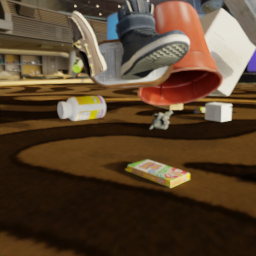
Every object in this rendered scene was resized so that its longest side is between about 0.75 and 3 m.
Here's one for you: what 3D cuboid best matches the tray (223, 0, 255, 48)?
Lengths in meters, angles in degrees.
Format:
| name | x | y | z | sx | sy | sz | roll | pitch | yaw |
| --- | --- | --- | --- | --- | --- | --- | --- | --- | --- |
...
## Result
| name | x | y | z | sx | sy | sz | roll | pitch | yaw |
| --- | --- | --- | --- | --- | --- | --- | --- | --- | --- |
| tray | 2.783 | -2.776 | 6.673 | 0.212 | 1.916 | 1.029 | -35 | 3 | -5 |

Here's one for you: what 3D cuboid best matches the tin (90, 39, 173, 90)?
| name | x | y | z | sx | sy | sz | roll | pitch | yaw |
| --- | --- | --- | --- | --- | --- | --- | --- | --- | --- |
| tin | 0.024 | -1.814 | 7.897 | 2.486 | 1.392 | 0.520 | -4 | 6 | 10 |

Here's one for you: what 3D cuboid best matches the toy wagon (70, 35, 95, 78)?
| name | x | y | z | sx | sy | sz | roll | pitch | yaw |
| --- | --- | --- | --- | --- | --- | --- | --- | --- | --- |
| toy wagon | -1.791 | -2.922 | 11.408 | 0.368 | 1.860 | 1.443 | 32 | 12 | -18 |

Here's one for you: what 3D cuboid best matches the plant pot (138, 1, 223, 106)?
| name | x | y | z | sx | sy | sz | roll | pitch | yaw |
| --- | --- | --- | --- | --- | --- | --- | --- | --- | --- |
| plant pot | 1.672 | -2.727 | 10.302 | 2.991 | 2.908 | 2.991 | -6 | -16 | -2 |

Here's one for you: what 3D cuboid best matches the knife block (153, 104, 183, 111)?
| name | x | y | z | sx | sy | sz | roll | pitch | yaw |
| --- | --- | --- | --- | --- | --- | --- | --- | --- | --- |
| knife block | 2.556 | -2.399 | 16.738 | 0.929 | 2.549 | 2.904 | -4 | 13 | -24 |

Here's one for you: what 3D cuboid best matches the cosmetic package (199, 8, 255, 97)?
| name | x | y | z | sx | sy | sz | roll | pitch | yaw |
| --- | --- | --- | --- | --- | --- | --- | --- | --- | --- |
| cosmetic package | 3.780 | -3.297 | 12.900 | 2.416 | 2.929 | 2.414 | 31 | -1 | -17 |

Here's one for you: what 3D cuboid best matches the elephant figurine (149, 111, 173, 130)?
| name | x | y | z | sx | sy | sz | roll | pitch | yaw |
| --- | --- | --- | --- | --- | --- | --- | --- | --- | --- |
| elephant figurine | 1.382 | -0.343 | 11.692 | 0.817 | 0.746 | 1.054 | 15 | 20 | 3 |

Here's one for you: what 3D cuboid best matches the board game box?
| name | x | y | z | sx | sy | sz | roll | pitch | yaw |
| --- | --- | --- | --- | --- | --- | --- | --- | --- | --- |
| board game box | 0.637 | 1.021 | 6.534 | 0.692 | 0.217 | 1.449 | -10 | 13 | -42 |

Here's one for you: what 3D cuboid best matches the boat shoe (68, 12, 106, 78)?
| name | x | y | z | sx | sy | sz | roll | pitch | yaw |
| --- | --- | --- | --- | --- | --- | --- | --- | --- | --- |
| boat shoe | -0.856 | -1.589 | 5.499 | 0.387 | 1.299 | 0.467 | -41 | 43 | -20 |

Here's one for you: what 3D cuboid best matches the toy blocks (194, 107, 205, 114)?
| name | x | y | z | sx | sy | sz | roll | pitch | yaw |
| --- | --- | --- | --- | --- | --- | --- | --- | --- | --- |
| toy blocks | 3.953 | -0.953 | 15.174 | 1.039 | 0.519 | 0.710 | -8 | 3 | -38 |

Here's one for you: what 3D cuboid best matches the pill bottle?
| name | x | y | z | sx | sy | sz | roll | pitch | yaw |
| --- | --- | --- | --- | --- | --- | --- | --- | --- | --- |
| pill bottle | -2.212 | -0.927 | 13.331 | 2.120 | 1.105 | 1.105 | -8 | 15 | -35 |

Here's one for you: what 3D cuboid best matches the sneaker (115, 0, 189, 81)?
| name | x | y | z | sx | sy | sz | roll | pitch | yaw |
| --- | --- | --- | --- | --- | --- | --- | --- | --- | --- |
| sneaker | 0.443 | -2.249 | 6.406 | 0.973 | 1.850 | 2.560 | 1 | -3 | -25 |

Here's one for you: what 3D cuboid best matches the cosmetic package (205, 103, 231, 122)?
| name | x | y | z | sx | sy | sz | roll | pitch | yaw |
| --- | --- | --- | --- | --- | --- | --- | --- | --- | --- |
| cosmetic package | 4.269 | -0.754 | 13.302 | 0.777 | 0.778 | 0.943 | -9 | 15 | -35 |
